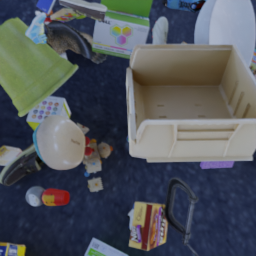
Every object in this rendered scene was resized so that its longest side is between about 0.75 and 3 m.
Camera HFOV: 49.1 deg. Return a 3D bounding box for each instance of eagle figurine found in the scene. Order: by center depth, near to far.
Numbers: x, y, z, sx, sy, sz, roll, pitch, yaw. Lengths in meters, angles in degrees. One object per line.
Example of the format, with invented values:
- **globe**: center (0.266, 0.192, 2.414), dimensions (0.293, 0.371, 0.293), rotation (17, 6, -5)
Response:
- **eagle figurine**: center (-2.427, -3.362, 11.070), dimensions (2.863, 2.160, 2.172), rotation (-3, 54, 11)

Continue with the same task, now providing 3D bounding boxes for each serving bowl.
- **serving bowl**: center (2.903, -2.793, 8.721), dimensions (0.932, 2.834, 2.834), rotation (12, 59, 46)

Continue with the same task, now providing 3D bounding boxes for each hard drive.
- **hard drive**: center (-2.527, -4.143, 8.881), dimensions (0.590, 0.114, 0.895), rotation (41, 109, 24)

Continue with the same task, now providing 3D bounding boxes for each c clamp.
- **c clamp**: center (1.222, 1.860, 6.078), dimensions (0.198, 1.249, 1.463), rotation (-8, 108, -29)

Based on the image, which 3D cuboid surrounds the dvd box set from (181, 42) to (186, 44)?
- **dvd box set**: center (1.365, -1.650, 8.493), dimensions (1.587, 1.161, 0.233), rotation (-45, 48, 5)

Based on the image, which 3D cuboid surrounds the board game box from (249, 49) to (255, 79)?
- **board game box**: center (4.368, -2.143, 11.102), dimensions (2.567, 0.578, 1.952), rotation (-41, 72, -17)

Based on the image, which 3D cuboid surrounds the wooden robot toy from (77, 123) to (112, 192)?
- **wooden robot toy**: center (-1.026, 0.868, 9.536), dimensions (1.111, 1.078, 2.448), rotation (-10, 65, -17)

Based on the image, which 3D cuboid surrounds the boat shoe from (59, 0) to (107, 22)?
- **boat shoe**: center (-1.242, -3.206, 7.545), dimensions (1.299, 0.387, 0.467), rotation (12, 38, -4)

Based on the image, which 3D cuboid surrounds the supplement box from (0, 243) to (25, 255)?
- **supplement box**: center (-4.557, 3.948, 7.774), dimensions (2.723, 1.482, 1.491), rotation (2, 65, 1)

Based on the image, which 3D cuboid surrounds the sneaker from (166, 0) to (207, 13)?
- **sneaker**: center (2.055, -4.214, 9.399), dimensions (1.557, 0.610, 0.700), rotation (-5, 48, -5)

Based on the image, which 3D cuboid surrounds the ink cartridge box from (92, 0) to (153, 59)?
- **ink cartridge box**: center (-0.139, -3.312, 8.403), dimensions (1.622, 2.194, 0.831), rotation (10, 42, -6)

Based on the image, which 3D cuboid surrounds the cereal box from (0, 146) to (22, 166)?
- **cereal box**: center (-3.598, 0.829, 8.205), dimensions (0.652, 0.906, 0.179), rotation (-40, 78, -2)

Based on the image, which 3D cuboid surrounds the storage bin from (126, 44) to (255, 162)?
- **storage bin**: center (1.417, -0.712, 6.717), dimensions (2.841, 1.341, 2.862), rotation (0, 46, -3)

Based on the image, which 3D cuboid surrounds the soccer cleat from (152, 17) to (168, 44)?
- **soccer cleat**: center (0.950, -2.520, 8.387), dimensions (0.607, 0.542, 1.564), rotation (24, 99, 49)

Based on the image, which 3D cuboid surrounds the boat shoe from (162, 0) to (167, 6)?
- **boat shoe**: center (2.390, -6.121, 12.862), dimensions (1.609, 0.746, 0.601), rotation (-17, 66, -7)

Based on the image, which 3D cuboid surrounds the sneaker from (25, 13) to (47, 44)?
- **sneaker**: center (-2.118, -2.377, 6.842), dimensions (0.511, 0.783, 0.311), rotation (47, 35, -7)

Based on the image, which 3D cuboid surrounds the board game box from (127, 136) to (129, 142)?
- **board game box**: center (0.883, -0.271, 9.738), dimensions (1.342, 0.342, 1.982), rotation (16, 68, 9)

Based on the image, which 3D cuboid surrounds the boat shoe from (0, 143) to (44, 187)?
- **boat shoe**: center (-3.261, 1.146, 9.441), dimensions (0.738, 0.834, 2.279), rotation (37, 70, 21)

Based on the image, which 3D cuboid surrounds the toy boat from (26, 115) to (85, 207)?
- **toy boat**: center (-1.870, 0.804, 6.947), dimensions (1.043, 1.887, 2.244), rotation (-1, 70, 17)

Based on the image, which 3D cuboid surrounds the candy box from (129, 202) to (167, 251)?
- **candy box**: center (0.542, 2.215, 6.470), dimensions (0.446, 1.581, 0.922), rotation (4, 77, 21)

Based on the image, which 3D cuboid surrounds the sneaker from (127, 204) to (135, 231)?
- **sneaker**: center (0.436, 3.079, 8.761), dimensions (0.759, 0.531, 1.313), rotation (-43, 65, -14)

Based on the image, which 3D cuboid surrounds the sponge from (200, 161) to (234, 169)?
- **sponge**: center (2.359, 0.799, 7.257), dimensions (0.948, 0.529, 0.141), rotation (0, 31, -19)

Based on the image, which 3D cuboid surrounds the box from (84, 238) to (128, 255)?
- **box**: center (-0.538, 4.296, 7.949), dimensions (1.799, 0.870, 1.588), rotation (22, 67, 10)

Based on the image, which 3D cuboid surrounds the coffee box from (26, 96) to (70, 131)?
- **coffee box**: center (-2.797, -0.400, 10.009), dimensions (1.092, 1.094, 1.082), rotation (8, 65, 4)

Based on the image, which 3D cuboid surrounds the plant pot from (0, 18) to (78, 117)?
- **plant pot**: center (-2.913, -1.791, 7.817), dimensions (2.213, 2.213, 2.035), rotation (-48, 111, -19)

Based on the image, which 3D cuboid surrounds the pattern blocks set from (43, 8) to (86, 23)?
- **pattern blocks set**: center (-2.178, -3.928, 9.787), dimensions (1.563, 1.779, 0.144), rotation (-14, 99, -34)
